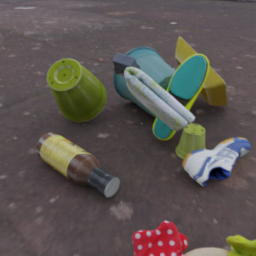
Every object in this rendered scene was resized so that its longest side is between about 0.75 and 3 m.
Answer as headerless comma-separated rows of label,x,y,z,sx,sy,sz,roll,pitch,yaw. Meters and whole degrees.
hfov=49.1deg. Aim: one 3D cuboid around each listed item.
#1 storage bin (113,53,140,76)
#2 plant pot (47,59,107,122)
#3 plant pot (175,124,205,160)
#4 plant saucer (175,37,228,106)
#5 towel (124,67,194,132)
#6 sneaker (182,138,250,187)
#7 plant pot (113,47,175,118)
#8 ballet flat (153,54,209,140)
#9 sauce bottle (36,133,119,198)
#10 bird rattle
storage bin,-0.104,-1.807,8.095,0.759,0.510,0.552,20,72,20
plant pot,-1.871,-1.383,9.663,1.866,1.797,1.866,-4,69,10
plant pot,2.004,0.396,8.702,0.973,0.894,0.973,0,31,0
plant saucer,2.724,-1.949,10.779,0.610,2.519,2.520,-39,66,9
towel,0.781,-0.720,7.467,2.079,0.501,1.780,41,-2,4
sneaker,2.685,1.016,7.980,2.254,0.848,0.993,-18,50,-18
plant pot,0.937,-1.617,10.606,2.314,2.314,2.266,-15,36,-22
ballet flat,1.689,-0.935,8.968,0.987,2.953,0.990,33,21,22
sauce bottle,-1.424,1.018,7.759,2.783,0.901,0.901,27,41,32
bird rattle,1.348,2.691,4.733,2.712,1.528,2.211,-1,48,4
